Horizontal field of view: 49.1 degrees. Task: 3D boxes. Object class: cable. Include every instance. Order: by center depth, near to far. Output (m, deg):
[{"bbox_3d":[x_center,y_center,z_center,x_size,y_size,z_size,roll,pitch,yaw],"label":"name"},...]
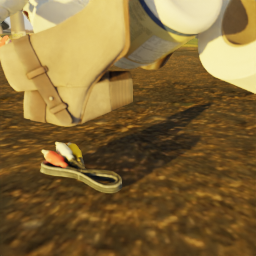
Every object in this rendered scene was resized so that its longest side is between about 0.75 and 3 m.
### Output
[{"bbox_3d":[-1.028,0.768,5.571,0.962,0.499,1.981,-19,27,-41],"label":"cable"}]

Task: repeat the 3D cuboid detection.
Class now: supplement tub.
[{"bbox_3d":[0.456,-2.373,5.849,1.808,1.808,2.503,-11,-3,-29],"label":"supplement tub"},{"bbox_3d":[-1.648,-3.152,7.104,1.618,1.618,2.232,-3,51,-10],"label":"supplement tub"}]

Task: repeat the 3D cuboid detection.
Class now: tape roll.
[{"bbox_3d":[3.100,-2.048,5.651,1.944,2.831,2.831,14,12,-26],"label":"tape roll"}]

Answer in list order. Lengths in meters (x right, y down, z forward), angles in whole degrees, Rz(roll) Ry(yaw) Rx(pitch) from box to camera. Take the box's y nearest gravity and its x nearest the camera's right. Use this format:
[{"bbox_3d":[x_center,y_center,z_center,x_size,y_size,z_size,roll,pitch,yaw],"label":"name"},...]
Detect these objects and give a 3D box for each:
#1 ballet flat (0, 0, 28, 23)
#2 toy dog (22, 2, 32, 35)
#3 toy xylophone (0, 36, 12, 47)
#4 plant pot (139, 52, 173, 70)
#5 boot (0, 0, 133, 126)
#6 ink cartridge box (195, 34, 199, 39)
[{"bbox_3d":[-2.722,-2.000,4.664,2.117,0.735,0.735,-9,21,-34],"label":"ballet flat"},{"bbox_3d":[-3.356,-3.742,9.640,1.012,1.385,2.101,-3,40,-19],"label":"toy dog"},{"bbox_3d":[-3.683,-2.035,7.472,1.230,0.309,0.901,-5,54,8],"label":"toy xylophone"},{"bbox_3d":[0.841,-2.810,8.689,1.742,1.742,1.724,-4,-19,-10],"label":"plant pot"},{"bbox_3d":[-1.014,-1.332,4.620,2.081,2.846,1.000,-5,22,-3],"label":"boot"},{"bbox_3d":[1.934,-3.158,7.784,0.904,0.524,1.224,26,53,-18],"label":"ink cartridge box"}]
